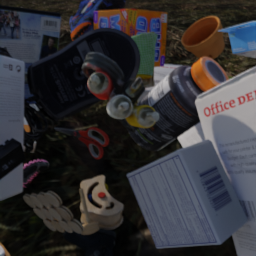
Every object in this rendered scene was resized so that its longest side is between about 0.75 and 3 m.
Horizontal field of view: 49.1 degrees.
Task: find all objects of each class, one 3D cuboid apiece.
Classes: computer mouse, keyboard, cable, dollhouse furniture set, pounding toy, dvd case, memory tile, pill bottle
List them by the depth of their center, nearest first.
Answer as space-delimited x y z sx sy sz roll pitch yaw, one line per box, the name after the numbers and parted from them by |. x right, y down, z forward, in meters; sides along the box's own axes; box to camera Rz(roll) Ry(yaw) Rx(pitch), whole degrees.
-1.616 0.407 3.828 0.789 1.314 0.169 -40 90 -23 | keyboard
-0.227 -0.324 4.224 1.199 2.469 0.621 36 78 0 | cable
-1.191 1.335 4.410 1.106 0.848 0.093 -19 21 46 | memory tile
-1.126 -1.002 5.453 2.835 1.963 0.747 -19 5 7 | computer mouse
0.968 -0.461 5.599 1.122 2.112 1.122 22 48 -27 | pill bottle
-0.623 1.684 6.515 0.985 0.988 1.723 -2 31 -8 | pounding toy
-0.493 -1.686 7.350 2.315 1.516 1.162 -5 -9 41 | dollhouse furniture set
-2.920 -1.886 7.753 1.922 2.694 0.236 -6 33 -34 | dvd case

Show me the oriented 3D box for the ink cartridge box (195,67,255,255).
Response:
2.134 0.501 3.779 1.068 2.581 1.891 -12 -6 -22 | ink cartridge box

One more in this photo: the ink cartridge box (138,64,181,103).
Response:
1.518 -1.529 11.149 1.925 1.087 2.623 7 35 10 | ink cartridge box

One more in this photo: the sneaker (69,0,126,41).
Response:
-1.184 -4.211 9.839 1.025 2.721 1.067 4 56 -60 | sneaker

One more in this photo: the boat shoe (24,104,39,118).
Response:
-4.540 -1.183 10.810 2.751 1.014 0.882 33 40 33 | boat shoe

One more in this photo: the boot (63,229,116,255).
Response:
-0.855 2.551 5.744 1.202 0.459 1.010 8 31 0 | boot

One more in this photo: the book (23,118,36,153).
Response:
-3.563 0.119 9.090 1.062 0.382 1.590 10 29 -23 | book

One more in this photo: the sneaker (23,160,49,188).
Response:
-2.766 1.324 7.648 1.321 0.522 0.630 -20 61 -25 | sneaker

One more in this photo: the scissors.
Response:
-1.249 0.112 7.196 2.043 0.747 0.142 29 26 35 | scissors

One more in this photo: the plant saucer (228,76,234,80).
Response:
3.951 -1.704 12.075 2.276 0.354 2.276 -1 34 0 | plant saucer

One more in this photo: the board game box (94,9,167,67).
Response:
0.053 -2.945 9.310 1.724 1.724 1.726 -15 25 -39 | board game box

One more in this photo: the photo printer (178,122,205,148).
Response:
2.575 0.197 7.942 0.729 2.099 1.746 35 19 -33 | photo printer

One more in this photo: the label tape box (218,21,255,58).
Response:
2.246 -1.435 4.706 1.212 0.401 0.868 1 7 -23 | label tape box

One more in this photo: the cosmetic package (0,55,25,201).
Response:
-2.518 -0.015 4.765 1.191 2.349 0.837 2 3 18 | cosmetic package

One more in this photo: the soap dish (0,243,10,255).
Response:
-3.024 2.695 5.565 0.846 0.437 1.076 27 42 34 | soap dish

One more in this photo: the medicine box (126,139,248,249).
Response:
0.806 1.040 4.260 0.720 1.398 1.274 -15 77 -37 | medicine box

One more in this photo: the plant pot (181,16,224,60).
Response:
2.044 -2.266 7.345 1.055 0.739 1.055 -28 39 26 | plant pot
